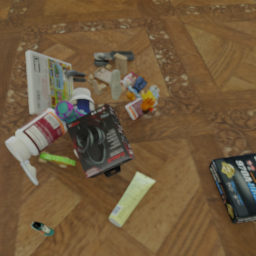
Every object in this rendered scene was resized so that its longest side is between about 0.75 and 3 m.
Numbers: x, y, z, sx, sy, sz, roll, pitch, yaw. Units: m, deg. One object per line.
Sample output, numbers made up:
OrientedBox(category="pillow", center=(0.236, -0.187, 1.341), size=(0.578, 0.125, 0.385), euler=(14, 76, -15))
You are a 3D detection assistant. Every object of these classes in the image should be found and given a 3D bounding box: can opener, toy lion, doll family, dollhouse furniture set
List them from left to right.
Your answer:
OrientedBox(category="toy lion", center=(-2.541, 1.146, 10.077), size=(1.230, 1.179, 0.422), euler=(17, 76, -17))
OrientedBox(category="can opener", center=(-1.949, -1.947, 10.648), size=(0.516, 0.411, 1.543), euler=(-1, 6, 21))
OrientedBox(category="dollhouse furniture set", center=(-1.125, -2.698, 13.608), size=(1.122, 0.958, 2.164), euler=(30, 56, 23))
OrientedBox(category="can opener", center=(-0.757, -3.631, 14.738), size=(2.179, 0.729, 0.581), euler=(-6, 47, -22))
OrientedBox(category="doll family", center=(0.457, -1.274, 10.180), size=(1.824, 0.822, 1.132), euler=(40, 62, -11))

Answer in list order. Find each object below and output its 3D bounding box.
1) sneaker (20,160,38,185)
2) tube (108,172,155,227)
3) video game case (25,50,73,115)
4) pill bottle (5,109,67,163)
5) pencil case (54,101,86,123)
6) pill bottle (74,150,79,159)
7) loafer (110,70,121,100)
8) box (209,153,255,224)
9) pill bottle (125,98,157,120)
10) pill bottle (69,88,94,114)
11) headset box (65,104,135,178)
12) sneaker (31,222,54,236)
OrientedBox(category="sneaker", center=(-3.461, 1.587, 10.045), size=(0.347, 0.358, 0.980), euler=(-33, 91, -27))
OrientedBox(category="tube", center=(0.113, 2.355, 9.314), size=(0.565, 0.506, 1.947), euler=(44, 60, -10))
OrientedBox(category="video game case", center=(-3.107, -1.663, 11.438), size=(0.284, 2.259, 2.482), euler=(-12, 80, 32))
OrientedBox(category="pill bottle", center=(-3.192, 0.273, 9.802), size=(1.091, 1.091, 1.911), euler=(33, 58, 25))
OrientedBox(category="pencil case", center=(-1.916, -0.429, 9.893), size=(0.694, 1.502, 0.639), euler=(-16, 72, 15))
OrientedBox(category="pill bottle", center=(-1.327, 0.670, 10.731), size=(0.822, 0.822, 1.421), euler=(37, 67, 27))
OrientedBox(category="loafer", center=(-0.450, -1.511, 9.928), size=(0.369, 0.368, 1.056), euler=(3, 92, -24))
OrientedBox(category="box", center=(4.141, 2.063, 9.858), size=(1.835, 0.531, 2.309), euler=(-7, 50, -6))
OrientedBox(category="pill bottle", center=(0.573, -0.945, 12.031), size=(1.256, 0.717, 0.717), euler=(-32, 55, -3))
OrientedBox(category="pill bottle", center=(-1.920, -0.682, 11.576), size=(1.033, 1.033, 1.859), euler=(-4, 62, -4))
OrientedBox(category="headset box", center=(-0.831, 0.525, 8.812), size=(1.527, 0.793, 2.052), euler=(-26, 77, 10))
OrientedBox(category="sneaker", center=(-2.616, 3.095, 8.579), size=(0.757, 0.303, 0.270), euler=(28, 56, -10))
